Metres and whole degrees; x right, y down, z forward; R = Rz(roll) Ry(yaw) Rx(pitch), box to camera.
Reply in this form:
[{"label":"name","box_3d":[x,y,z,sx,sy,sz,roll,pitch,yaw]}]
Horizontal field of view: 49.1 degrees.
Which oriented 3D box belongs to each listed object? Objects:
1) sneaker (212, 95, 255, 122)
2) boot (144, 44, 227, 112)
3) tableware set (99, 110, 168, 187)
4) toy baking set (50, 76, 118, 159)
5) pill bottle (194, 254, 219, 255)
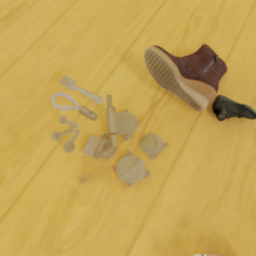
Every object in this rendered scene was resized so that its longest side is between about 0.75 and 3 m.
[{"label":"sneaker","box_3d":[3.487,-0.469,9.325,1.493,0.571,0.855,27,66,16]},{"label":"boot","box_3d":[2.036,-2.169,9.571,2.869,1.038,2.386,43,58,-12]},{"label":"tableware set","box_3d":[-0.009,0.575,8.937,2.334,0.271,1.950,39,69,19]},{"label":"toy baking set","box_3d":[-1.345,-0.358,8.645,2.034,0.308,2.650,-1,81,-11]},{"label":"pill bottle","box_3d":[2.111,3.686,6.782,1.939,1.123,1.123,3,62,2]}]
